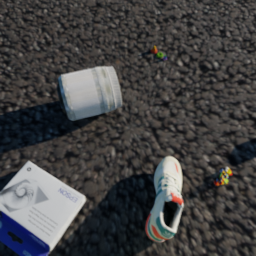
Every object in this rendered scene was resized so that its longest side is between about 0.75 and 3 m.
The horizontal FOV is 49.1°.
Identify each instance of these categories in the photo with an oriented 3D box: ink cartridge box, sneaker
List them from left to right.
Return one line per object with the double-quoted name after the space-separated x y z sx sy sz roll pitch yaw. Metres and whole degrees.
-3.134 2.723 9.193 2.531 0.515 2.536 27 63 15 "ink cartridge box"
1.385 2.128 8.900 1.014 1.346 2.879 24 59 -10 "sneaker"

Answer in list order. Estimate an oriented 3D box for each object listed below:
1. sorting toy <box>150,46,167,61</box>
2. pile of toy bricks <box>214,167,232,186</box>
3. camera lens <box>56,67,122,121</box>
1.428 -3.486 12.934 0.326 0.324 0.941 -39 66 -20 "sorting toy"
3.370 1.809 9.856 0.400 0.449 0.810 48 50 -6 "pile of toy bricks"
-1.518 -1.336 10.820 2.229 1.783 1.783 -14 61 -8 "camera lens"
